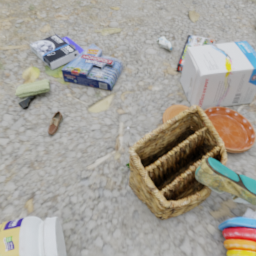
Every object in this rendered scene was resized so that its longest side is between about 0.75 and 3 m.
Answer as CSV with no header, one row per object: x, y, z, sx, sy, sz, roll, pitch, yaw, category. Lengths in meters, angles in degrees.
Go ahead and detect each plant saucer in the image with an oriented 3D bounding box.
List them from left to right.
2.022,-0.327,10.873,1.367,0.221,1.367,1,61,-2,plant saucer
3.663,0.069,10.468,2.142,0.346,2.142,6,49,-7,plant saucer

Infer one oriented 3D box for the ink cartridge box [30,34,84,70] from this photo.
-3.445,-3.943,13.977,2.113,0.459,2.094,-32,56,-26,ink cartridge box

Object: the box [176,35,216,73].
3.342,-3.545,13.621,1.446,0.456,2.627,15,51,12,box

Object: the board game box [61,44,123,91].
-1.479,-2.888,12.900,2.312,0.713,2.311,13,51,11,board game box

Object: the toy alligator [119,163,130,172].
0.250,1.204,9.606,1.236,0.410,0.297,-12,23,-15,toy alligator

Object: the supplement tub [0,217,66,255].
-2.968,3.302,6.830,2.688,1.954,1.954,-11,50,-9,supplement tub

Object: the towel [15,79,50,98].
-4.074,-1.698,12.005,1.434,0.262,1.064,-13,33,-10,towel

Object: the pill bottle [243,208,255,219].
3.881,2.774,8.222,0.937,0.520,0.520,30,56,23,pill bottle

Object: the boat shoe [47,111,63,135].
-2.854,-0.204,10.831,0.415,0.394,1.096,6,50,5,boat shoe

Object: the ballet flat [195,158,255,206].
2.994,1.666,7.946,2.521,0.891,0.891,27,50,-12,ballet flat

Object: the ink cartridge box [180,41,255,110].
3.732,-2.145,11.476,2.603,1.917,1.883,-7,50,-6,ink cartridge box

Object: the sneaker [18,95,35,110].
-4.141,-1.047,11.672,0.764,0.286,0.406,-34,69,-25,sneaker

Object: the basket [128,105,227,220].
1.654,1.144,8.512,2.948,2.196,2.104,-30,56,-24,basket

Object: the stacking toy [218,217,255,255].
3.074,3.567,7.301,1.265,1.196,2.180,7,61,5,stacking toy

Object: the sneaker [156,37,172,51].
1.849,-4.224,14.265,0.463,0.439,1.146,-23,46,-10,sneaker
